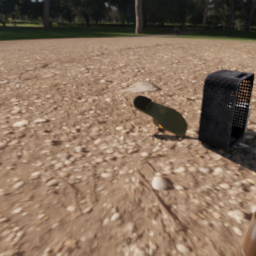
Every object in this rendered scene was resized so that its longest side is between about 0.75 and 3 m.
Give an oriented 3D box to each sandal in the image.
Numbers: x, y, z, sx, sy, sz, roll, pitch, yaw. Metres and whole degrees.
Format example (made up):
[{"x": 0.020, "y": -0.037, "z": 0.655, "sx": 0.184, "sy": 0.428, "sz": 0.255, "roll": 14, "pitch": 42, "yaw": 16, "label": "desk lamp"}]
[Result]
[{"x": 1.368, "y": -0.473, "z": 11.978, "sx": 2.594, "sy": 0.853, "sz": 0.951, "roll": 33, "pitch": 78, "yaw": 13, "label": "sandal"}]

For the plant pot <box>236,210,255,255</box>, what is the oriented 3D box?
[{"x": 2.804, "y": 2.252, "z": 5.486, "sx": 1.134, "sy": 1.123, "sz": 1.134, "roll": 0, "pitch": 23, "yaw": 0, "label": "plant pot"}]

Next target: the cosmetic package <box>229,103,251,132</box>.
[{"x": 4.436, "y": -0.463, "z": 11.749, "sx": 1.064, "sy": 1.068, "sz": 0.656, "roll": 4, "pitch": 25, "yaw": 10, "label": "cosmetic package"}]

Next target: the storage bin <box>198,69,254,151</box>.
[{"x": 3.611, "y": -0.713, "z": 10.386, "sx": 1.230, "sy": 2.624, "sz": 1.774, "roll": 19, "pitch": 30, "yaw": 35, "label": "storage bin"}]
